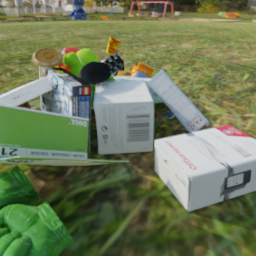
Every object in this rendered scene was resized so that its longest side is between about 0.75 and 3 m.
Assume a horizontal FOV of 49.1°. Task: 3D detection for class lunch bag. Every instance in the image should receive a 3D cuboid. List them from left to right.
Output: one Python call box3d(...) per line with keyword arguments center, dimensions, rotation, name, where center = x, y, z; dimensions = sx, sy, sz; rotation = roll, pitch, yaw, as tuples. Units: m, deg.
box3d(center=(0.475, -1.399, 10.581), dimensions=(1.959, 0.942, 2.443), rotation=(13, 16, 30), name="lunch bag")

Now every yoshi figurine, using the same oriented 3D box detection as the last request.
box3d(center=(-1.135, -1.616, 9.454), dimensions=(1.410, 2.508, 1.404), rotation=(-25, 34, 13), name="yoshi figurine")

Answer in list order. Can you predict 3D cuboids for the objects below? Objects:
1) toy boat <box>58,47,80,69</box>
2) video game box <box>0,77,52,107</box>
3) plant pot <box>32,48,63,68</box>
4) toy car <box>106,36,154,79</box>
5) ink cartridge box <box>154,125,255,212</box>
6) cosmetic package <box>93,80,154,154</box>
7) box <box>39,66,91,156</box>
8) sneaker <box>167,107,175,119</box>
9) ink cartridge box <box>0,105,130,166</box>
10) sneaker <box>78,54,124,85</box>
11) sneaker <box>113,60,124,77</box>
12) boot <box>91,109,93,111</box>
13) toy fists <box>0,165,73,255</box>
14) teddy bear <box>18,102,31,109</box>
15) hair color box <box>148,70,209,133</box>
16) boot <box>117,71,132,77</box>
box3d(center=(-2.526, -2.022, 10.373), dimensions=(1.725, 1.728, 2.644), rotation=(-17, 49, 29), name="toy boat")
box3d(center=(-3.264, -0.841, 7.958), dimensions=(1.868, 0.437, 1.702), rotation=(-31, 20, -25), name="video game box")
box3d(center=(-2.403, -2.119, 8.346), dimensions=(0.907, 0.125, 0.907), rotation=(4, 51, -5), name="plant pot")
box3d(center=(-0.150, -2.777, 12.730), dimensions=(2.937, 0.977, 1.441), rotation=(28, -17, -34), name="toy car")
box3d(center=(1.912, 0.816, 6.492), dimensions=(2.238, 0.933, 1.626), rotation=(-11, 28, -18), name="ink cartridge box")
box3d(center=(-0.155, -0.386, 8.262), dimensions=(1.567, 1.565, 1.899), rotation=(-3, 26, -3), name="cosmetic package")
box3d(center=(-1.944, -0.644, 8.279), dimensions=(0.583, 2.001, 2.922), rotation=(-8, 27, -31), name="box")
box3d(center=(1.443, -0.614, 9.416), dimensions=(0.440, 0.790, 0.303), rotation=(11, 54, -25), name="sneaker")
box3d(center=(-1.660, 0.186, 5.618), dimensions=(2.157, 1.105, 2.918), rotation=(9, -12, -41), name="ink cartridge box")
box3d(center=(-0.920, -1.613, 8.429), dimensions=(0.829, 0.694, 1.874), rotation=(-26, 7, 39), name="sneaker")
box3d(center=(-0.502, -2.794, 13.786), dimensions=(0.713, 1.092, 1.951), rotation=(-4, 26, -4), name="sneaker")
box3d(center=(-1.150, -0.887, 10.757), dimensions=(0.986, 0.363, 0.372), rotation=(-23, 38, -21), name="boot")
box3d(center=(-2.106, 1.581, 4.912), dimensions=(1.289, 0.869, 2.528), rotation=(-35, 42, -25), name="toy fists")
box3d(center=(-2.802, -0.076, 7.990), dimensions=(0.449, 1.346, 0.976), rotation=(-27, 8, -37), name="teddy bear")
box3d(center=(1.539, -0.727, 8.436), dimensions=(2.035, 0.617, 1.007), rotation=(52, 13, 14), name="hair color box")
box3d(center=(-0.480, -2.146, 12.691), dimensions=(1.327, 0.467, 0.950), rotation=(2, 63, -6), name="boot")
